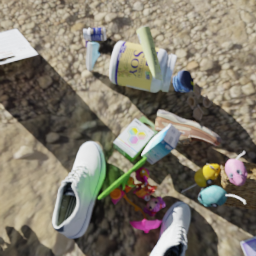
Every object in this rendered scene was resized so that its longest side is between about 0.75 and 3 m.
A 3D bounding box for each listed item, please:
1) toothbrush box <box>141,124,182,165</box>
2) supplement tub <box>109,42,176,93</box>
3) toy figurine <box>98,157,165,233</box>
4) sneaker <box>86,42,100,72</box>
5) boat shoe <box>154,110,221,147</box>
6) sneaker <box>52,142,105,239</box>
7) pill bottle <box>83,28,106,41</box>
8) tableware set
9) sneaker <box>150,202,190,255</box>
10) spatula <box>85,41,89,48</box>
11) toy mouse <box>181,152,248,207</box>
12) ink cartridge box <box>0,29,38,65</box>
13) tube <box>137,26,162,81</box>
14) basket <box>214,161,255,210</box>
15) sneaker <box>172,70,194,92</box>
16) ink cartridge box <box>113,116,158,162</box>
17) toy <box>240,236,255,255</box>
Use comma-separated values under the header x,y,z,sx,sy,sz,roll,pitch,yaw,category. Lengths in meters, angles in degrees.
x,y,z,sx,sy,sz,roll,pitch,yaw,category
0.960,0.483,8.115,0.452,1.059,0.775,41,45,-5,toothbrush box
0.502,-2.006,9.412,2.004,1.457,1.457,13,63,7,supplement tub
0.353,1.945,7.577,1.739,1.306,1.601,-40,81,-10,toy figurine
-1.223,-2.491,9.936,0.459,1.119,0.414,-9,50,-21,sneaker
1.736,0.158,8.485,2.210,0.837,0.793,25,93,39,boat shoe
-1.320,1.562,7.695,1.000,0.969,2.738,-3,61,21,sneaker
-1.290,-3.614,10.826,0.835,0.483,0.483,-3,62,-1,pill bottle
2.332,-0.861,9.309,0.948,0.132,1.134,46,62,-21,tableware set
1.199,2.878,7.091,0.788,0.764,2.158,38,60,-15,sneaker
-1.464,-2.908,10.612,0.096,0.265,0.939,-28,68,23,spatula
2.395,1.376,7.223,2.068,1.837,0.400,-39,109,3,toy mouse
-4.440,-2.440,9.499,2.188,0.768,2.691,-23,48,-23,ink cartridge box
0.666,-2.113,8.062,0.458,0.409,1.577,-14,85,-21,tube
3.230,1.617,8.108,1.375,1.025,0.982,6,30,3,basket
1.636,-1.366,8.585,0.638,1.552,0.574,2,87,20,sneaker
0.302,0.253,8.800,0.774,0.442,1.490,38,69,15,ink cartridge box
4.226,3.172,6.926,2.518,0.595,1.450,-13,68,-12,toy
